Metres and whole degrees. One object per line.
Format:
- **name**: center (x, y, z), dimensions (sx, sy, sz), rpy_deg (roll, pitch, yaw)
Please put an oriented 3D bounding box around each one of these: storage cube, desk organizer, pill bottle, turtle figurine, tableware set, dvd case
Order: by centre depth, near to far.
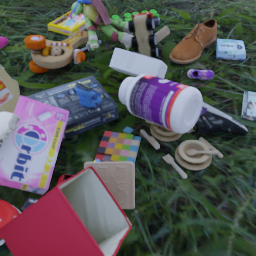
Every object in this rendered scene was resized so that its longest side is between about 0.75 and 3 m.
- **storage cube**: center (-1.000, 1.686, 4.781), dimensions (1.546, 1.390, 1.322), rpy_deg (54, 16, 4)
- **desk organizer**: center (-1.745, 1.816, 5.977), dimensions (0.939, 0.361, 0.337), rpy_deg (8, 34, 11)
- **pill bottle**: center (0.786, -0.724, 7.451), dimensions (2.125, 1.195, 1.195), rpy_deg (25, 49, 36)
- **tableware set**: center (1.386, 0.285, 7.531), dimensions (1.366, 0.414, 2.066), rpy_deg (-24, 49, -23)
- **dvd case**: center (4.409, -0.542, 8.547), dimensions (1.734, 0.191, 1.265), rpy_deg (14, 46, 15)
- **turtle figurine**: center (-1.174, -3.781, 11.316), dimensions (2.552, 2.632, 1.894), rpy_deg (16, 16, -13)

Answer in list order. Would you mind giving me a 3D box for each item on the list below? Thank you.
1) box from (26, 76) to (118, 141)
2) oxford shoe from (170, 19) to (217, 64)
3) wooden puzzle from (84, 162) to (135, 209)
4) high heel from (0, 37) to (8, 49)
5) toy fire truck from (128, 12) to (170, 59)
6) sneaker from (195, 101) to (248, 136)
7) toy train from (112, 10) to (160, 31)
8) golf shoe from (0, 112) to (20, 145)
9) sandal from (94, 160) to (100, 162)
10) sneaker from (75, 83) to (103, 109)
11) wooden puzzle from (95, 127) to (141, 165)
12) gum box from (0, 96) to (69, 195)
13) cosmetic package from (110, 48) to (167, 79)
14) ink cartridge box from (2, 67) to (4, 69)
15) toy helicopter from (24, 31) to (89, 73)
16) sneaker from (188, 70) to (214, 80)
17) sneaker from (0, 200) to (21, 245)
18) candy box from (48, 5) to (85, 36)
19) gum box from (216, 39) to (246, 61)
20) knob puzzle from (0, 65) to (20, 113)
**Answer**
- **box**: center (-1.661, -0.604, 8.322), dimensions (2.239, 0.571, 1.765), rpy_deg (-23, 50, -21)
- **oxford shoe**: center (2.561, -3.444, 10.930), dimensions (1.059, 1.058, 2.970), rpy_deg (28, 53, 24)
- **wooden puzzle**: center (-0.394, 1.217, 5.987), dimensions (1.083, 1.003, 0.251), rpy_deg (-1, 2, 8)
- **high heel**: center (-5.898, -3.441, 10.870), dimensions (2.261, 1.085, 0.761), rpy_deg (-20, 48, -20)
- **toy fire truck**: center (0.868, -3.628, 10.642), dimensions (1.186, 1.623, 1.843), rpy_deg (-1, 37, 18)
- **sneaker**: center (2.353, -0.132, 7.893), dimensions (1.917, 0.839, 0.726), rpy_deg (28, 9, 1)
- **toy train**: center (0.166, -4.798, 12.670), dimensions (2.815, 0.587, 0.794), rpy_deg (-13, 56, -13)
- **golf shoe**: center (-3.514, 0.100, 5.459), dimensions (2.597, 1.263, 1.017), rpy_deg (-22, 32, -2)
- **sandal**: center (-0.472, 1.206, 6.405), dimensions (0.476, 0.434, 1.092), rpy_deg (-24, 77, -11)
- **sneaker**: center (-1.042, -0.757, 7.169), dimensions (0.470, 1.425, 0.559), rpy_deg (30, 92, 12)
- **wooden puzzle**: center (-0.256, 0.541, 7.461), dimensions (1.029, 0.122, 1.735), rpy_deg (7, 44, 9)
- **gum box**: center (-2.235, 0.351, 6.530), dimensions (1.190, 0.693, 2.096), rpy_deg (19, 62, -18)
- **cosmetic package**: center (0.358, -2.036, 9.298), dimensions (1.682, 0.683, 0.949), rpy_deg (19, 6, 16)
- **ink cartridge box**: center (-4.914, -2.196, 10.279), dimensions (0.766, 0.142, 0.363), rpy_deg (25, 49, 27)
- **toy helicopter**: center (-2.212, -2.979, 10.420), dimensions (1.957, 1.167, 2.960), rpy_deg (18, 43, 18)
- **sneaker**: center (2.518, -1.844, 9.663), dimensions (0.880, 0.354, 0.389), rpy_deg (4, 7, 5)
- **sneaker**: center (-3.555, 1.571, 5.619), dimensions (2.865, 1.216, 1.103), rpy_deg (12, 49, 12)
- **candy box**: center (-2.364, -5.054, 13.059), dimensions (1.343, 0.347, 2.628), rpy_deg (22, 49, 18)
- **gum box**: center (4.053, -3.113, 11.117), dimensions (1.038, 0.272, 1.221), rpy_deg (8, 45, 8)
- **knob puzzle**: center (-3.702, -0.747, 7.453), dimensions (1.915, 1.915, 0.266), rpy_deg (-32, 29, -29)
